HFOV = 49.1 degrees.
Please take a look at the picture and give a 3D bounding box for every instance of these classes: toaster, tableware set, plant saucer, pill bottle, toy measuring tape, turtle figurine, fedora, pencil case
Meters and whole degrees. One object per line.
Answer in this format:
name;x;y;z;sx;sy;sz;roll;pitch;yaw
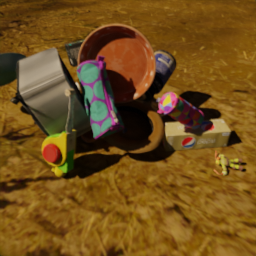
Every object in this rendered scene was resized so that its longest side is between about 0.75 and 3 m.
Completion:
toaster;-2.676;-1.065;10.113;1.772;2.700;2.986;-27;41;0
tableware set;0.664;-0.910;11.405;1.901;2.276;0.264;19;73;-1
plant saucer;-0.388;-2.218;9.881;2.733;2.733;0.441;4;23;5
pill bottle;1.092;-2.163;11.796;1.196;1.196;2.138;20;61;25
toy measuring tape;-2.261;0.181;9.109;1.100;2.989;1.100;5;15;-1
turtle figurine;3.509;1.200;9.898;0.941;0.376;1.167;5;37;7
fedora;0.040;0.102;10.625;2.625;1.071;2.625;5;50;-6
pencil case;1.864;-0.567;9.886;1.938;0.856;0.856;23;20;-39
pencil case;-0.916;-0.968;9.356;1.100;1.195;2.586;-8;76;-40
plant saucer;-5.199;-2.122;11.241;2.621;2.621;0.505;-25;88;-29

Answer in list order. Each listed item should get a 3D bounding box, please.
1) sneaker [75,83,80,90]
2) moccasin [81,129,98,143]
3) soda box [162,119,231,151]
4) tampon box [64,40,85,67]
sneaker;-2.576;-1.276;12.731;0.967;0.872;2.360;-12;39;-5
moccasin;-1.066;-0.086;11.196;2.031;0.784;0.743;-31;75;-39
soda box;2.565;0.268;10.794;2.445;0.783;0.828;-3;37;-5
tampon box;-1.606;-2.844;10.469;1.264;0.798;0.947;-18;22;-13
